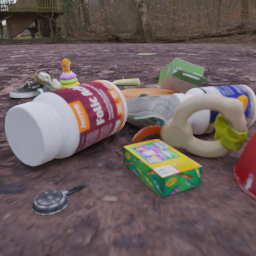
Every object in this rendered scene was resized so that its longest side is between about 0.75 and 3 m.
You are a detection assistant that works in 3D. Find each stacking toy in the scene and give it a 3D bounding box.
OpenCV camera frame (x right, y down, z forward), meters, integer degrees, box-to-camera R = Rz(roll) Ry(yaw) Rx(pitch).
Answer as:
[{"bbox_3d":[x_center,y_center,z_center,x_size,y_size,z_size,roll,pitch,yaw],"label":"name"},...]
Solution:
[{"bbox_3d":[-2.368,-1.858,11.156,1.039,1.791,0.983,-21,29,-28],"label":"stacking toy"}]

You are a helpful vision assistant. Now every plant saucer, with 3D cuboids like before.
[{"bbox_3d":[0.766,-1.184,10.686,2.680,0.433,2.680,0,15,0],"label":"plant saucer"}]

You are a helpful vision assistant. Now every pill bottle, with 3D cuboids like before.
[{"bbox_3d":[-1.425,-0.209,7.015,1.611,1.611,2.822,13,24,31],"label":"pill bottle"},{"bbox_3d":[2.415,-0.527,8.257,2.353,1.362,1.362,-7,21,-15],"label":"pill bottle"}]

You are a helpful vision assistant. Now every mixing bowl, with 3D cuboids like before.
[{"bbox_3d":[3.498,0.511,5.493,2.548,1.380,2.548,1,20,0],"label":"mixing bowl"}]

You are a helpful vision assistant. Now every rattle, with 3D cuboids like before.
[{"bbox_3d":[1.554,-0.326,7.055,2.619,1.705,1.871,-6,47,28],"label":"rattle"}]

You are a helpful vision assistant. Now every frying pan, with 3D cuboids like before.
[{"bbox_3d":[-1.221,1.287,5.152,1.075,0.175,0.650,-12,24,-22],"label":"frying pan"}]

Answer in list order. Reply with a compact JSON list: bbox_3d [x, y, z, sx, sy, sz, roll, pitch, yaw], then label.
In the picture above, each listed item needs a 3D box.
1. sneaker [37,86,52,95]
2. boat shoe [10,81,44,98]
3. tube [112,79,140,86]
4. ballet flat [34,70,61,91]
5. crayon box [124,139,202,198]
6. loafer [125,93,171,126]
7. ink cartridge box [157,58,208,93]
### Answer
[{"bbox_3d":[-2.269,-0.912,7.900,0.354,0.777,0.301,-40,74,-15],"label":"sneaker"},{"bbox_3d":[-4.403,-1.822,12.713,0.731,0.658,2.068,15,25,35],"label":"boat shoe"},{"bbox_3d":[-0.128,-2.404,14.768,1.438,0.373,0.417,1,-18,16],"label":"tube"},{"bbox_3d":[-3.457,-2.014,12.492,1.788,0.632,0.632,32,30,14],"label":"ballet flat"},{"bbox_3d":[0.675,0.786,6.008,0.950,0.466,1.600,-10,23,-26],"label":"crayon box"},{"bbox_3d":[0.412,-0.584,8.461,0.878,0.876,2.512,33,-13,-32],"label":"loafer"},{"bbox_3d":[1.901,-1.845,9.749,1.072,0.612,2.065,17,-9,-11],"label":"ink cartridge box"}]
